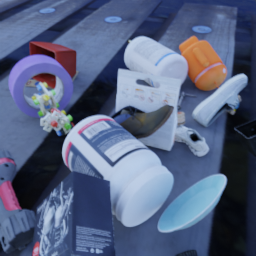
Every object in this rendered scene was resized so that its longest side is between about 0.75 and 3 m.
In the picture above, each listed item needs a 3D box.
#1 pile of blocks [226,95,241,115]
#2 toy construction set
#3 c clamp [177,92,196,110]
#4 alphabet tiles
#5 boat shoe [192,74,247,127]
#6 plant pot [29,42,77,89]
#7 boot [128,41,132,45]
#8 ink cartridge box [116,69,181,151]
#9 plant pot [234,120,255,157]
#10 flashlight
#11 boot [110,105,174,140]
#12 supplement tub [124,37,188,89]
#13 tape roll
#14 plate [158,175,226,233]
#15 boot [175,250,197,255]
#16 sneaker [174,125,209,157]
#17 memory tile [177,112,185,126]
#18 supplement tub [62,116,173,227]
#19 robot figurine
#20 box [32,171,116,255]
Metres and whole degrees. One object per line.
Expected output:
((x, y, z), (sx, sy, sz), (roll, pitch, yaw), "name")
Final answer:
((3.905, -0.946, 10.440), (0.344, 0.454, 1.107), (35, 47, -2), "pile of blocks")
((-2.386, -0.487, 8.921), (0.945, 1.346, 2.052), (-22, 40, -13), "toy construction set")
((1.844, -1.059, 10.799), (1.277, 0.202, 1.495), (13, 37, 20), "c clamp")
((-3.527, -2.326, 12.478), (2.400, 0.076, 1.997), (7, 41, 8), "alphabet tiles")
((3.379, -0.893, 9.817), (2.361, 0.824, 0.841), (-39, 63, -2), "boat shoe")
((-3.059, -2.759, 11.857), (1.588, 1.586, 1.399), (26, 36, 27), "plant pot")
((0.543, -4.218, 14.459), (0.916, 0.427, 1.184), (-8, 39, -10), "boot")
((0.572, -0.583, 8.605), (1.917, 2.364, 0.593), (13, 29, 16), "ink cartridge box")
((3.554, 0.303, 7.729), (0.819, 0.727, 0.817), (-21, 20, 2), "plant pot")
((-2.994, 1.688, 7.109), (0.932, 0.929, 2.743), (7, 28, -47), "flashlight")
((0.259, -0.249, 8.013), (1.030, 2.125, 0.794), (42, 38, -15), "boot")
((1.110, -2.638, 11.617), (1.624, 1.624, 2.462), (-21, 44, -23), "supplement tub")
((-3.046, -1.432, 9.829), (2.038, 2.038, 0.866), (-19, 39, -21), "tape roll")
((1.419, 1.685, 6.094), (1.843, 1.843, 0.236), (-37, 88, -36), "plate")
((1.566, 2.991, 5.891), (1.113, 0.419, 0.832), (-5, 40, -5), "boot")
((1.858, 0.211, 8.930), (0.616, 0.664, 1.639), (-42, 50, -14), "sneaker")
((1.241, -0.265, 9.558), (1.391, 0.117, 1.066), (-7, 23, 14), "memory tile")
((-0.324, 1.004, 7.151), (1.815, 1.815, 2.587), (-27, 48, -28), "supplement tub")
((3.046, -2.532, 11.408), (1.405, 1.733, 2.409), (-21, 71, -23), "robot figurine")
((-1.152, 2.066, 5.646), (0.925, 1.777, 1.618), (23, 39, -30), "box")
